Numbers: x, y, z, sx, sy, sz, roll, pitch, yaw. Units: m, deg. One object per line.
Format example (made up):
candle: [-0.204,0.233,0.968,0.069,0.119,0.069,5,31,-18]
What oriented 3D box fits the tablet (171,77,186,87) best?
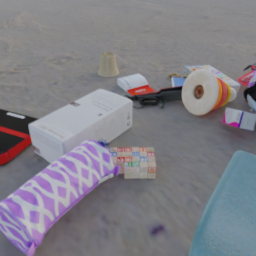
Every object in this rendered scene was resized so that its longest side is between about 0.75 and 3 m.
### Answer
tablet: [2.697,-1.646,11.238,1.871,0.128,1.217,8,33,0]

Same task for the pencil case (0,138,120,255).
pencil case: [-1.403,1.338,6.004,1.178,1.157,2.756,38,47,15]

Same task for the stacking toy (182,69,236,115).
stacking toy: [3.127,-1.197,9.921,2.127,1.554,1.554,0,29,-33]

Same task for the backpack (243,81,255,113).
backpack: [4.748,-0.752,8.452,1.958,1.846,2.401,-20,3,17]

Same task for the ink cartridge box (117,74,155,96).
ink cartridge box: [0.319,-1.763,11.400,1.063,0.314,1.328,-18,36,-25]

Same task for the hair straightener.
hair straightener: [1.051,-1.111,10.234,2.403,0.492,0.925,-3,33,-5]

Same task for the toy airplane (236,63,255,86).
toy airplane: [5.782,-1.961,11.256,2.558,0.470,2.558,-7,43,6]

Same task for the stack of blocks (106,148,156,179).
stack of blocks: [0.002,0.900,7.247,1.368,0.401,0.788,0,33,0]

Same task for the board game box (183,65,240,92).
board game box: [3.376,-2.017,11.508,1.348,0.343,2.005,-8,37,-25]

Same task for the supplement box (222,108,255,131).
supplement box: [3.383,-0.275,8.553,0.516,0.506,0.999,10,9,-12]

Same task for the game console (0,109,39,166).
game console: [-4.043,0.167,8.470,2.589,0.402,2.290,14,32,20]

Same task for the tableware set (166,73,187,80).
tableware set: [2.255,-2.227,12.197,1.048,0.210,0.692,21,39,28]

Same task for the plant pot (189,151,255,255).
plant pot: [1.877,2.160,3.790,2.265,2.259,2.307,26,48,33]

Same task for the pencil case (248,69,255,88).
pencil case: [5.638,-1.285,10.074,2.622,1.100,1.121,25,12,31]

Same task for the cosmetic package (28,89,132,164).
cosmetic package: [-1.260,-0.071,8.174,1.428,1.040,2.810,22,38,30]

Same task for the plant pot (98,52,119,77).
plant pot: [-0.908,-2.868,12.570,0.963,0.882,0.963,0,34,0]
